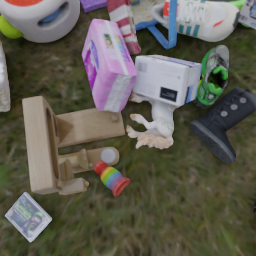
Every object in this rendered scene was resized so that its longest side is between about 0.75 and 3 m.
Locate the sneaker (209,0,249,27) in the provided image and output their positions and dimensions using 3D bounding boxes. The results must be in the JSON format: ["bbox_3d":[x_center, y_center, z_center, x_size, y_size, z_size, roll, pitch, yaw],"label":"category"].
[{"bbox_3d":[2.927,-3.386,7.934,2.333,0.895,0.978,-9,49,-17],"label":"sneaker"}]

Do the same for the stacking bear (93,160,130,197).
[{"bbox_3d":[-0.442,1.102,6.483,0.829,0.471,0.503,38,79,23],"label":"stacking bear"}]

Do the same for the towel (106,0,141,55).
[{"bbox_3d":[-0.172,-2.756,7.132,0.205,1.297,1.801,-19,108,-18],"label":"towel"}]

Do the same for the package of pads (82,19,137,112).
[{"bbox_3d":[-0.510,-1.528,6.859,0.790,1.258,2.088,1,51,-27],"label":"package of pads"}]

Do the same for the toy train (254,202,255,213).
[{"bbox_3d":[3.357,1.385,6.606,0.344,0.257,1.504,33,73,7],"label":"toy train"}]

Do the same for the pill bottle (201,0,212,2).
[{"bbox_3d":[2.958,-4.207,8.204,1.673,0.956,0.956,-1,71,0],"label":"pill bottle"}]

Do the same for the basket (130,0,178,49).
[{"bbox_3d":[0.538,-3.546,7.277,1.722,2.183,2.476,-21,57,-11],"label":"basket"}]

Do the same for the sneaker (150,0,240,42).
[{"bbox_3d":[1.507,-2.746,6.977,1.159,2.479,0.873,2,110,-32],"label":"sneaker"}]

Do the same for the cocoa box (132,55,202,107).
[{"bbox_3d":[0.909,-1.171,6.659,1.339,0.893,0.879,22,29,33],"label":"cocoa box"}]

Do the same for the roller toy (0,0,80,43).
[{"bbox_3d":[-2.447,-3.577,7.494,2.092,1.603,2.293,6,79,5],"label":"roller toy"}]

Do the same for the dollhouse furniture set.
[{"bbox_3d":[-0.919,0.230,6.026,1.830,2.245,2.135,-11,73,-4],"label":"dollhouse furniture set"}]

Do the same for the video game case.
[{"bbox_3d":[-2.254,2.017,6.321,0.865,0.101,0.786,44,103,6],"label":"video game case"}]

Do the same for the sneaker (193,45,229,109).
[{"bbox_3d":[2.321,-1.416,7.208,0.763,0.833,1.955,26,62,-9],"label":"sneaker"}]

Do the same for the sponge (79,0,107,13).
[{"bbox_3d":[-1.211,-4.309,8.624,0.880,0.235,1.577,-23,73,-9],"label":"sponge"}]

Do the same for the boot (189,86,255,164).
[{"bbox_3d":[2.640,-0.119,6.961,1.718,0.564,1.416,-34,64,-14],"label":"boot"}]

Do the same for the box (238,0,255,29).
[{"bbox_3d":[3.203,-2.966,7.062,0.656,1.103,0.229,29,65,8],"label":"box"}]

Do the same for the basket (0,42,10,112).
[{"bbox_3d":[-4.038,-1.439,6.680,2.141,1.738,2.161,-11,71,-16],"label":"basket"}]

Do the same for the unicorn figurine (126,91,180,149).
[{"bbox_3d":[0.809,-0.515,7.078,1.571,0.845,2.287,8,79,-7],"label":"unicorn figurine"}]
